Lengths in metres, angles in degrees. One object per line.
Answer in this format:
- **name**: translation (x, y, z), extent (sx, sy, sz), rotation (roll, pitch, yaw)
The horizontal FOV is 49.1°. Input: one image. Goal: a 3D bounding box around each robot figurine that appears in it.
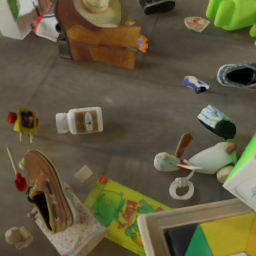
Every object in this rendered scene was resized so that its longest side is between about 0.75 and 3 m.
- **robot figurine**: translation (4.013, -4.234, 9.554), extent (2.530, 1.463, 2.219), rotation (-18, 56, -13)

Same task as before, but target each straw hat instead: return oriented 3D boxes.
- **straw hat**: translation (-1.090, -4.445, 9.492), extent (2.250, 0.952, 2.250), rotation (6, 71, -19)

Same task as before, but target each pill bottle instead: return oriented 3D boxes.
- **pill bottle**: translation (-1.218, -0.171, 7.093), extent (1.110, 0.635, 0.635), rotation (-6, 54, -6)

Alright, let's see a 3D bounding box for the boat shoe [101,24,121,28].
- **boat shoe**: translation (-0.303, -3.184, 9.348), extent (1.265, 0.454, 0.376), rotation (9, 19, -5)

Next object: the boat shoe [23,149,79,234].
- **boat shoe**: translation (-1.539, 1.102, 5.118), extent (0.577, 0.610, 1.696), rotation (-13, 57, -49)

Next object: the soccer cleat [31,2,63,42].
- **soccer cleat**: translation (-2.404, -3.821, 9.723), extent (1.017, 0.820, 2.388), rotation (29, 48, -8)

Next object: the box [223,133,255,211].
- **box**: translation (3.470, 0.888, 5.678), extent (2.087, 1.143, 2.365), rotation (39, 50, 16)

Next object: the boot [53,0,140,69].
- **boot**: translation (-0.864, -2.920, 8.143), extent (2.425, 2.283, 0.830), rotation (8, 28, 8)

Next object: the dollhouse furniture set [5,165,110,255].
- **dollhouse furniture set**: translation (-1.161, 1.962, 4.790), extent (2.478, 1.210, 2.113), rotation (-45, 57, -13)

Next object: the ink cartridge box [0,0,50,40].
- **ink cartridge box**: translation (-3.628, -4.279, 9.558), extent (0.857, 1.485, 2.032), rotation (16, 56, 13)

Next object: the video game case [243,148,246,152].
- **video game case**: translation (3.420, 0.671, 6.832), extent (0.802, 0.113, 0.887), rotation (-28, 61, -19)

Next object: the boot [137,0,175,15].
- **boot**: translation (1.035, -4.730, 10.530), extent (1.276, 0.461, 0.964), rotation (-17, 53, -12)

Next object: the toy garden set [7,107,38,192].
- **toy garden set**: translation (-2.843, 0.269, 6.054), extent (2.090, 0.500, 2.508), rotation (16, 41, -40)

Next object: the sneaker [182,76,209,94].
- **sneaker**: translation (1.936, -1.219, 8.022), extent (0.769, 0.311, 0.444), rotation (17, 39, 11)

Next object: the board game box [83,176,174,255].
- **board game box**: translation (0.077, 1.877, 5.735), extent (2.005, 0.477, 1.019), rotation (22, 57, 15)

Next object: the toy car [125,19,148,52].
- **toy car**: translation (0.224, -2.927, 9.077), extent (0.370, 0.546, 1.113), rotation (-29, 73, -19)

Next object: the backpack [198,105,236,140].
- **backpack**: translation (2.129, -0.162, 6.839), extent (0.880, 0.718, 0.677), rotation (25, 93, 56)

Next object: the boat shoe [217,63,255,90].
- **boat shoe**: translation (3.667, -1.369, 7.611), extent (2.304, 0.815, 1.046), rotation (1, 14, 10)

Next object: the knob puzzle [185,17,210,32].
- **knob puzzle**: translation (2.416, -3.804, 10.061), extent (0.903, 0.125, 0.903), rotation (0, 54, 0)

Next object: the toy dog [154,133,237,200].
- **toy dog**: translation (1.654, 0.675, 6.294), extent (1.955, 0.942, 1.289), rotation (-16, 50, -12)

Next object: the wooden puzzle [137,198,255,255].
- **wooden puzzle**: translation (1.805, 2.514, 4.768), extent (2.893, 0.539, 2.676), rotation (-1, 50, -20)
